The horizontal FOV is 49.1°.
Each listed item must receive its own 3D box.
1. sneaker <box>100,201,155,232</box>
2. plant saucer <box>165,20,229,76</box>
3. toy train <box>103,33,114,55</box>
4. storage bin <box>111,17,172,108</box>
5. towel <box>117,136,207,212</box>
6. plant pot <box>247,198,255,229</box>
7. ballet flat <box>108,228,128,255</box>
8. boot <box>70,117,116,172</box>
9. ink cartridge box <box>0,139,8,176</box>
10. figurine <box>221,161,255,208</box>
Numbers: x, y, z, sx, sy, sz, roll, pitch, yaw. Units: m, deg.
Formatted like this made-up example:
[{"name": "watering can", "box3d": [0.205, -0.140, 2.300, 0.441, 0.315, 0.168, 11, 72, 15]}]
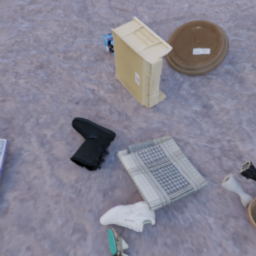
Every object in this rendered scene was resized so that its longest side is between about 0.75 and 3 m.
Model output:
[{"name": "sneaker", "box3d": [0.010, 2.606, 8.020, 1.612, 0.603, 0.803, -11, 55, -7]}, {"name": "plant saucer", "box3d": [2.905, -3.533, 12.019, 2.704, 0.398, 2.704, -5, 72, 15]}, {"name": "toy train", "box3d": [-0.259, -3.956, 12.798, 1.785, 0.774, 1.020, -21, 50, -15]}, {"name": "storage bin", "box3d": [0.497, -2.389, 10.595, 1.129, 2.408, 2.391, -29, 59, -18]}, {"name": "towel", "box3d": [1.061, 1.251, 8.859, 2.220, 0.398, 2.305, -16, 51, -25]}, {"name": "plant pot", "box3d": [3.977, 2.618, 8.024, 1.187, 0.548, 1.187, 1, 49, -1]}, {"name": "ballet flat", "box3d": [-0.226, 3.446, 7.549, 0.546, 0.492, 1.449, 7, 56, -24]}, {"name": "boot", "box3d": [-1.447, 0.553, 9.537, 1.856, 0.687, 1.521, 21, 61, 15]}, {"name": "ink cartridge box", "box3d": [-5.390, 1.413, 8.505, 2.791, 0.604, 2.741, 13, 57, -23]}, {"name": "figurine", "box3d": [3.543, 1.729, 8.286, 1.088, 1.115, 0.480, 47, 27, 2]}]
